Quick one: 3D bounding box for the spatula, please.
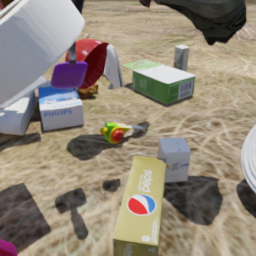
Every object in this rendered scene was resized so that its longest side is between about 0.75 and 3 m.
[{"bbox_3d":[-0.971,-1.610,4.926,0.687,2.430,0.250,-10,48,-28],"label":"spatula"}]

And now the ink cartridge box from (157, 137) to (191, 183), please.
[{"bbox_3d":[1.070,0.756,6.706,0.632,0.873,0.643,-3,30,-6],"label":"ink cartridge box"}]

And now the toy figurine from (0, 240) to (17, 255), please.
[{"bbox_3d":[-2.060,2.446,3.564,2.407,1.807,2.215,-43,31,-18],"label":"toy figurine"}]

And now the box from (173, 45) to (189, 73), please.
[{"bbox_3d":[2.448,-3.099,12.998,0.460,1.345,0.553,-19,34,-27],"label":"box"}]

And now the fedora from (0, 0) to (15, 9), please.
[{"bbox_3d":[-4.053,-4.224,9.066,0.581,1.424,1.424,28,33,-1],"label":"fedora"}]

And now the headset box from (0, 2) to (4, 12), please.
[{"bbox_3d":[-2.476,-2.008,4.643,0.566,1.466,1.091,-31,13,-21],"label":"headset box"}]

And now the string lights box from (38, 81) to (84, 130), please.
[{"bbox_3d":[-2.415,-0.919,9.764,1.311,0.752,2.551,-9,31,-15],"label":"string lights box"}]

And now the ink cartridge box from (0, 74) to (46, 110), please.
[{"bbox_3d":[-2.679,-0.313,4.821,2.215,0.632,1.800,-47,26,-27],"label":"ink cartridge box"}]

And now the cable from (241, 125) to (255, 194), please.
[{"bbox_3d":[3.518,0.619,5.609,2.395,0.829,2.395,-11,55,43],"label":"cable"}]

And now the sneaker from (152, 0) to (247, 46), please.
[{"bbox_3d":[1.403,-2.460,5.794,0.942,1.411,2.464,-49,47,-1],"label":"sneaker"}]

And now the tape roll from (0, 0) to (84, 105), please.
[{"bbox_3d":[-1.256,-0.917,3.045,1.577,0.552,1.577,-25,37,21],"label":"tape roll"}]

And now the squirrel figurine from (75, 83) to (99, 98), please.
[{"bbox_3d":[-1.568,-1.541,11.151,0.892,0.676,0.955,-3,42,-26],"label":"squirrel figurine"}]

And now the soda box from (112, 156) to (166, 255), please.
[{"bbox_3d":[0.297,1.517,5.458,0.742,0.786,2.320,5,30,8],"label":"soda box"}]

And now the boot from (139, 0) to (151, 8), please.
[{"bbox_3d":[0.503,-3.995,7.753,0.434,0.997,1.198,19,8,24],"label":"boot"}]

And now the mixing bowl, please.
[{"bbox_3d":[-1.176,-1.825,7.496,0.767,1.417,1.417,35,39,12],"label":"mixing bowl"}]

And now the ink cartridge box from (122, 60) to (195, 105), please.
[{"bbox_3d":[1.148,-1.984,11.527,1.503,0.859,2.896,-21,36,-32],"label":"ink cartridge box"}]

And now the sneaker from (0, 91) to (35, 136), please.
[{"bbox_3d":[-3.919,-0.651,9.140,1.455,0.927,2.517,1,31,-5],"label":"sneaker"}]

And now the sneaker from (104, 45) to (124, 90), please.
[{"bbox_3d":[-0.341,-1.248,5.879,0.381,0.946,0.361,-12,27,0],"label":"sneaker"}]

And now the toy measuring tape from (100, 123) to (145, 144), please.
[{"bbox_3d":[-0.179,0.181,8.281,1.636,0.602,0.602,4,20,-42],"label":"toy measuring tape"}]
